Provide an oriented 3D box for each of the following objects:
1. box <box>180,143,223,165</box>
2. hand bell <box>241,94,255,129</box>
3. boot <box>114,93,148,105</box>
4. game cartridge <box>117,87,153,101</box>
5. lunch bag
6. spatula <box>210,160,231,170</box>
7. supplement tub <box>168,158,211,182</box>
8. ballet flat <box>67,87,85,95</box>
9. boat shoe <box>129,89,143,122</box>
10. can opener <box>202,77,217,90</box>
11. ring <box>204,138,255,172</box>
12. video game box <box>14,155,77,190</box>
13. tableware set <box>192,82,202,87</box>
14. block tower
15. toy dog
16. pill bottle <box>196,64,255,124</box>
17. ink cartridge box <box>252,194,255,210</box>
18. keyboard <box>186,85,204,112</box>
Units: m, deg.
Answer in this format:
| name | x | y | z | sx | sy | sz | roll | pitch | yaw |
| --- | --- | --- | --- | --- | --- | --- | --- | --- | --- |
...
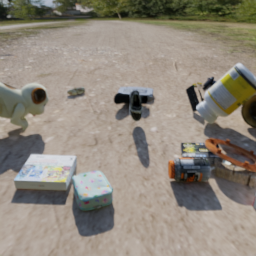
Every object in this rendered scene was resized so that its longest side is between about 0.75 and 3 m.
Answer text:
| name | x | y | z | sx | sy | sz | roll | pitch | yaw |
| --- | --- | --- | --- | --- | --- | --- | --- | --- | --- |
| box | 2.501 | 0.873 | 9.673 | 1.322 | 0.325 | 1.066 | 1 | 26 | 8 |
| hand bell | 6.177 | -0.926 | 12.664 | 1.461 | 1.461 | 2.807 | 17 | 20 | 30 |
| boot | 0.173 | -1.382 | 13.627 | 1.244 | 0.562 | 1.518 | 8 | 10 | 29 |
| game cartridge | 0.405 | -1.872 | 15.112 | 1.859 | 0.386 | 1.238 | 4 | 23 | 8 |
| lunch bag | -0.988 | 1.745 | 7.877 | 1.014 | 0.487 | 1.264 | -8 | 28 | -21 |
| spatula | 2.837 | 1.140 | 9.486 | 1.302 | 0.105 | 0.905 | -13 | 30 | -24 |
| supplement tub | 1.840 | 1.273 | 8.537 | 1.181 | 0.724 | 0.724 | -1 | 27 | 0 |
| ballet flat | -2.816 | -2.002 | 15.365 | 1.045 | 0.395 | 0.334 | -20 | 57 | -27 |
| boat shoe | 0.349 | -0.833 | 11.531 | 0.556 | 1.507 | 0.515 | -3 | 35 | -6 |
| can opener | 4.744 | -2.647 | 16.442 | 0.604 | 0.487 | 1.536 | 21 | 34 | 32 |
| ring | 3.580 | 0.817 | 9.299 | 2.119 | 0.203 | 2.119 | 16 | 18 | -6 |
| video game box | -2.515 | 1.363 | 8.762 | 1.559 | 0.365 | 1.420 | 2 | 25 | 3 |
| tableware set | 4.123 | -2.573 | 16.735 | 0.508 | 0.116 | 0.754 | 12 | 30 | 28 |
| block tower | 3.299 | 1.427 | 8.643 | 1.305 | 0.352 | 0.377 | 15 | 30 | 28 |
| toy dog | -4.554 | -1.115 | 11.359 | 2.555 | 2.477 | 1.782 | -6 | 4 | -19 |
| pill bottle | 4.098 | -1.337 | 11.626 | 1.398 | 2.495 | 1.398 | 32 | 30 | -22 |
| ink cartridge box | 3.879 | 1.851 | 7.445 | 0.947 | 0.686 | 0.399 | -9 | 28 | -17 |
| keyboard | 3.157 | -1.432 | 13.172 | 0.129 | 1.249 | 0.794 | 0 | -22 | -42 |
